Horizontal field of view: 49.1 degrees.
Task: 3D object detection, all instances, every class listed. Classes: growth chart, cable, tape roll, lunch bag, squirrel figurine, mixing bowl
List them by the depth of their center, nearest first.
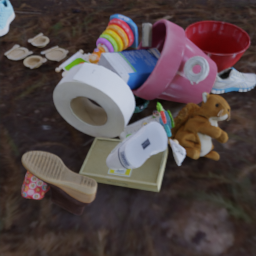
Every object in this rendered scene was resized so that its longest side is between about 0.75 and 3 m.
[{"bbox_3d":[-2.608,1.623,8.022,0.730,0.828,0.339,16,5,-25],"label":"lunch bag"},{"bbox_3d":[2.211,-1.886,9.048,0.811,0.811,0.281,57,26,14],"label":"cable"},{"bbox_3d":[2.307,-0.208,9.329,1.544,2.036,2.182,10,13,-37],"label":"squirrel figurine"},{"bbox_3d":[-1.155,-0.843,9.503,2.669,2.669,0.934,16,53,14],"label":"tape roll"},{"bbox_3d":[0.791,0.180,10.304,2.368,0.210,1.713,-27,55,-21],"label":"growth chart"},{"bbox_3d":[3.832,-3.479,12.698,2.822,1.528,2.822,1,48,-1],"label":"mixing bowl"},{"bbox_3d":[-1.641,-2.750,12.916,2.976,0.264,2.153,18,52,17],"label":"growth chart"}]

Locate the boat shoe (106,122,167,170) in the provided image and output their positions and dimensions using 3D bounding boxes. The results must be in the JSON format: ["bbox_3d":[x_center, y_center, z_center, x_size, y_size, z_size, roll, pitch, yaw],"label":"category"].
[{"bbox_3d":[0.277,0.474,7.696,0.825,0.929,2.525,-21,-2,33],"label":"boat shoe"}]

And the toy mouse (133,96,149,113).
[{"bbox_3d":[-0.121,-1.175,11.175,2.649,0.513,2.354,11,46,-5],"label":"toy mouse"}]

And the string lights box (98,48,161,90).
[{"bbox_3d":[0.332,-2.167,10.261,2.586,0.762,1.329,-16,57,-35],"label":"string lights box"}]

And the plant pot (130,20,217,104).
[{"bbox_3d":[1.751,-2.177,10.652,2.604,2.910,2.910,20,44,-21],"label":"plant pot"}]

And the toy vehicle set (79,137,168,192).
[{"bbox_3d":[-0.119,1.112,9.064,2.572,0.341,1.598,6,47,18],"label":"toy vehicle set"}]

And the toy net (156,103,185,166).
[{"bbox_3d":[1.367,0.157,8.601,0.404,1.097,2.092,-17,51,-1],"label":"toy net"}]

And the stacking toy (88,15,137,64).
[{"bbox_3d":[-0.925,-3.976,13.348,1.622,1.534,2.796,31,63,23],"label":"stacking toy"}]

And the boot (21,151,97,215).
[{"bbox_3d":[-1.951,1.602,7.519,2.101,1.748,0.760,27,45,-6],"label":"boot"}]

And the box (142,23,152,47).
[{"bbox_3d":[0.706,-3.474,10.542,0.284,0.829,0.341,6,12,25],"label":"box"}]

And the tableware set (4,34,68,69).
[{"bbox_3d":[-4.483,-3.698,13.712,2.731,0.317,2.282,33,56,26],"label":"tableware set"}]

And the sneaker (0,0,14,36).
[{"bbox_3d":[-7.109,-6.090,15.273,1.082,1.200,2.928,-3,48,-1],"label":"sneaker"}]

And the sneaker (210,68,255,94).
[{"bbox_3d":[4.505,-2.090,11.821,2.309,1.001,0.866,-11,48,-11],"label":"sneaker"}]
